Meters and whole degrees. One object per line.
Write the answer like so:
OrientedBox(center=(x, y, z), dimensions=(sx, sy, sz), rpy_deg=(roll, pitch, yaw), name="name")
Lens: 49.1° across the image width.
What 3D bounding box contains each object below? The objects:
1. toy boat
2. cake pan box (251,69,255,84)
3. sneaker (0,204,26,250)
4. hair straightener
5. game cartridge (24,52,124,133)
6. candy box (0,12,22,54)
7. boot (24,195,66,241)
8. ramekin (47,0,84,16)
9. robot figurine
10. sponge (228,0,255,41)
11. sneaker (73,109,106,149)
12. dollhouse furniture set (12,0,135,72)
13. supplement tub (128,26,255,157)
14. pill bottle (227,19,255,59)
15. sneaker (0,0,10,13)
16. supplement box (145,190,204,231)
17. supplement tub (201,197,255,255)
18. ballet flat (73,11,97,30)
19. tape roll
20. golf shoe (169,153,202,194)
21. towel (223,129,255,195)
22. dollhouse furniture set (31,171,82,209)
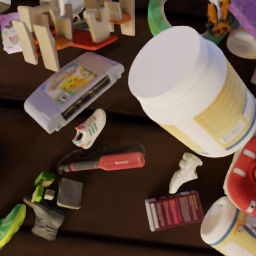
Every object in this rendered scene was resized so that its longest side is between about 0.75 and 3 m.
OrientedBox(center=(3.219, 1.105, 6.547), dimensions=(1.294, 1.296, 1.983), rpy_deg=(30, 82, 5), name="toy boat")
OrientedBox(center=(5.279, -1.941, 8.138), dimensions=(2.604, 0.681, 2.398), rpy_deg=(23, 85, 3), name="cake pan box")
OrientedBox(center=(-3.529, 2.788, 7.537), dimensions=(0.793, 0.703, 1.899), rpy_deg=(41, 85, 1), name="sneaker")
OrientedBox(center=(-0.767, 0.840, 7.688), dimensions=(2.577, 0.992, 0.527), rpy_deg=(-14, 112, 15), name="hair straightener")
OrientedBox(center=(-1.535, -1.088, 7.596), dimensions=(2.577, 0.521, 1.718), rpy_deg=(-43, 42, -15), name="game cartridge")
OrientedBox(center=(-3.281, -2.863, 8.384), dimensions=(0.899, 0.383, 1.071), rpy_deg=(-11, 83, -1), name="candy box")
OrientedBox(center=(-2.460, 2.501, 7.724), dimensions=(1.329, 0.450, 0.868), rpy_deg=(29, 89, 4), name="boot")
OrientedBox(center=(-1.856, -3.955, 7.908), dimensions=(0.808, 1.736, 1.736), rpy_deg=(-21, 83, -28), name="ramekin")
OrientedBox(center=(2.596, -3.070, 7.820), dimensions=(0.862, 0.346, 1.189), rpy_deg=(-15, 63, 37), name="robot figurine")
OrientedBox(center=(3.564, -2.666, 7.092), dimensions=(1.080, 0.289, 1.936), rpy_deg=(-30, 76, -6), name="sponge")
OrientedBox(center=(-1.022, -0.016, 7.255), dimensions=(0.405, 0.538, 1.151), rpy_deg=(34, 96, 40), name="sneaker")
OrientedBox(center=(-1.535, -2.379, 7.188), dimensions=(2.707, 1.410, 2.736), rpy_deg=(23, 44, 33), name="dollhouse furniture set")
OrientedBox(center=(1.602, -0.742, 6.660), dimensions=(2.905, 2.101, 2.101), rpy_deg=(34, 82, -40), name="supplement tub")
OrientedBox(center=(3.724, -3.172, 7.981), dimensions=(1.189, 1.189, 2.123), rpy_deg=(22, 80, 3), name="pill bottle")
OrientedBox(center=(-4.552, -3.046, 8.304), dimensions=(2.525, 0.973, 1.034), rpy_deg=(-25, 110, -2), name="sneaker")
OrientedBox(center=(1.260, 2.261, 7.725), dimensions=(1.451, 0.442, 0.790), rpy_deg=(-11, 86, -1), name="supplement box")
OrientedBox(center=(2.983, 2.790, 7.216), dimensions=(1.837, 1.329, 1.329), rpy_deg=(33, 84, 3), name="supplement tub")
OrientedBox(center=(-1.286, -2.959, 7.872), dimensions=(1.479, 0.506, 0.503), rpy_deg=(-27, 53, -25), name="ballet flat")
OrientedBox(center=(1.850, -3.453, 8.330), dimensions=(2.496, 0.600, 2.496), rpy_deg=(0, 84, -2), name="tape roll")
OrientedBox(center=(1.522, 1.288, 7.443), dimensions=(0.597, 0.481, 1.228), rpy_deg=(27, 104, 7), name="golf shoe")
OrientedBox(center=(3.801, 0.773, 7.442), dimensions=(1.984, 0.304, 2.601), rpy_deg=(17, 93, -6), name="towel")
OrientedBox(center=(-1.935, 1.803, 7.679), dimensions=(1.223, 0.614, 0.801), rpy_deg=(21, 48, -23), name="dollhouse furniture set")
